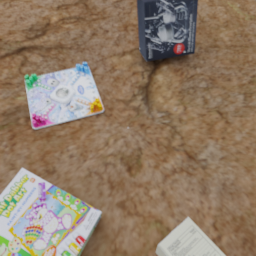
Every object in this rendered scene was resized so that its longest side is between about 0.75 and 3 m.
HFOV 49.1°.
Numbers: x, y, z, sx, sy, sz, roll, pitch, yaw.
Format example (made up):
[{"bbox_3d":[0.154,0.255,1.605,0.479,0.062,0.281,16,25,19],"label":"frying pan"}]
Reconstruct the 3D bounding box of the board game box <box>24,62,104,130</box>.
[{"bbox_3d":[-2.800,-1.497,11.911,2.927,0.379,2.926,-15,56,-10],"label":"board game box"}]

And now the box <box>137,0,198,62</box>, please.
[{"bbox_3d":[1.725,-4.594,12.625,2.377,2.611,1.359,-11,37,-6],"label":"box"}]

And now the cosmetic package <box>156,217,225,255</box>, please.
[{"bbox_3d":[2.033,3.881,7.602,1.273,1.074,2.463,-33,61,-21],"label":"cosmetic package"}]

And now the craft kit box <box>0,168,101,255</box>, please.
[{"bbox_3d":[-2.752,3.107,8.158,2.935,0.721,2.972,25,58,9],"label":"craft kit box"}]
